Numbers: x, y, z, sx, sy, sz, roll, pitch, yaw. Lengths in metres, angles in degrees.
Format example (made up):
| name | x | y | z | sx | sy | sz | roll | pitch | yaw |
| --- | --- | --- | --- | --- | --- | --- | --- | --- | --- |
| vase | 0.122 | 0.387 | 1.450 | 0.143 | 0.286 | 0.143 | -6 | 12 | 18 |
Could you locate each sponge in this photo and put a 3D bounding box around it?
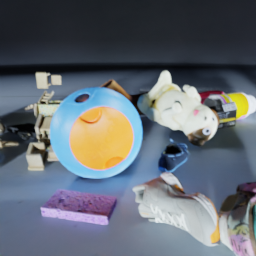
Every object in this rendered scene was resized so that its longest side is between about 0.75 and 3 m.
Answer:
| name | x | y | z | sx | sy | sz | roll | pitch | yaw |
| --- | --- | --- | --- | --- | --- | --- | --- | --- | --- |
| sponge | -1.035 | 1.694 | 6.083 | 1.467 | 0.219 | 0.818 | 4 | 18 | 13 |

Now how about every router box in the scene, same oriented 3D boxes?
| name | x | y | z | sx | sy | sz | roll | pitch | yaw |
| --- | --- | --- | --- | --- | --- | --- | --- | --- | --- |
| router box | 3.350 | -0.372 | 10.713 | 1.468 | 1.154 | 0.383 | -11 | 56 | 10 |

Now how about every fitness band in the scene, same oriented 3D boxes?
| name | x | y | z | sx | sy | sz | roll | pitch | yaw |
| --- | --- | --- | --- | --- | --- | --- | --- | --- | --- |
| fitness band | 4.608 | -1.795 | 16.599 | 2.071 | 0.387 | 1.487 | -14 | 20 | -7 |

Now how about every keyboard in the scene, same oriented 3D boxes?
| name | x | y | z | sx | sy | sz | roll | pitch | yaw |
| --- | --- | --- | --- | --- | --- | --- | --- | --- | --- |
| keyboard | -3.647 | 0.207 | 10.797 | 2.513 | 0.322 | 1.509 | 10 | 13 | 31 |

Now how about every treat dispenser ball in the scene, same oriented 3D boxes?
| name | x | y | z | sx | sy | sz | roll | pitch | yaw |
| --- | --- | --- | --- | --- | --- | --- | --- | --- | --- |
| treat dispenser ball | -0.844 | 0.131 | 7.532 | 2.433 | 2.433 | 2.433 | 0 | 17 | 0 |

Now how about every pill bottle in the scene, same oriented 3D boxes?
| name | x | y | z | sx | sy | sz | roll | pitch | yaw |
| --- | --- | --- | --- | --- | --- | --- | --- | --- | --- |
| pill bottle | 4.746 | -0.963 | 12.900 | 2.434 | 1.269 | 1.269 | -9 | 19 | -26 |

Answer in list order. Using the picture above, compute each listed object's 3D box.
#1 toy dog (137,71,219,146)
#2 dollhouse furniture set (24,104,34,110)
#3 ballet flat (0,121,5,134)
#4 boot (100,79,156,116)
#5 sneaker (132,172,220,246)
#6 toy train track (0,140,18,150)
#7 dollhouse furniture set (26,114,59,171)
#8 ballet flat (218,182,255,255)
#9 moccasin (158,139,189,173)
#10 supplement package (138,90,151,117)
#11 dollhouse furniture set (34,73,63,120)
| name | x | y | z | sx | sy | sz | roll | pitch | yaw |
| --- | --- | --- | --- | --- | --- | --- | --- | --- | --- |
| toy dog | 1.833 | -0.395 | 9.623 | 2.463 | 2.388 | 1.718 | 32 | 63 | 34 |
| dollhouse furniture set | -5.054 | -0.915 | 14.651 | 0.991 | 0.484 | 0.845 | -19 | 9 | 22 |
| ballet flat | -5.837 | -0.222 | 11.741 | 2.310 | 0.535 | 0.778 | 16 | 23 | 42 |
| boot | 0.056 | -1.379 | 11.417 | 2.545 | 0.926 | 2.704 | -21 | -31 | 27 |
| sneaker | 0.823 | 1.646 | 5.469 | 1.067 | 0.878 | 2.319 | -13 | 13 | -17 |
| toy train track | -4.473 | 0.624 | 9.148 | 1.660 | 0.471 | 2.895 | -7 | 19 | -21 |
| dollhouse furniture set | -1.757 | 0.628 | 8.769 | 2.213 | 1.231 | 1.958 | 0 | 42 | -2 |
| ballet flat | 2.152 | 1.691 | 5.255 | 0.958 | 0.931 | 2.693 | -12 | 4 | 31 |
| moccasin | 1.438 | 0.754 | 8.439 | 0.731 | 0.620 | 1.818 | 7 | 18 | 21 |
| supplement package | 1.525 | -1.272 | 14.150 | 2.011 | 1.115 | 1.566 | 1 | 17 | 7 |
| dollhouse furniture set | -3.135 | -1.533 | 13.307 | 2.394 | 2.118 | 1.331 | 0 | 18 | 4 |
